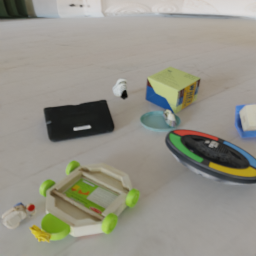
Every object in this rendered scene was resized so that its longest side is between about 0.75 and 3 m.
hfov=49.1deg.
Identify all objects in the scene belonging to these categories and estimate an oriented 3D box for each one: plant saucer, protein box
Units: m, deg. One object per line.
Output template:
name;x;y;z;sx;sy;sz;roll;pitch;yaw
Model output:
plant saucer;1.260;-0.238;11.092;1.610;0.221;1.610;1;28;0
protein box;1.981;-1.728;12.520;1.703;1.157;1.715;30;44;32

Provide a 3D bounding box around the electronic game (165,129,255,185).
electronic game;2.488;0.747;8.218;2.912;0.606;2.912;14;20;-5

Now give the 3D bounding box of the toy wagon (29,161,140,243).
toy wagon;-1.165;1.834;6.928;2.188;0.558;2.820;20;36;28

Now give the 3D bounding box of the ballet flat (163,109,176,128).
ballet flat;1.634;-0.425;11.059;0.412;0.412;1.145;-4;30;-8

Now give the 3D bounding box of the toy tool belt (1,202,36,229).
toy tool belt;-2.639;2.008;6.718;0.772;0.482;0.474;-36;30;-19

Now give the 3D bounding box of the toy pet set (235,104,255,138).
toy pet set;5.112;-0.182;9.899;2.258;2.418;1.284;-6;-15;5

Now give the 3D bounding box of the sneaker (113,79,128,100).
sneaker;-0.369;-1.583;12.806;0.536;1.421;0.818;-2;72;-14

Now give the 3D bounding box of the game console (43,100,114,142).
game console;-2.011;-0.272;11.137;2.459;1.431;2.163;-10;60;-17
